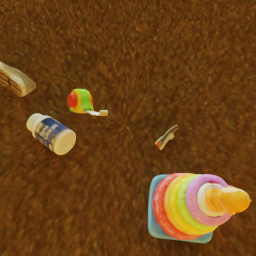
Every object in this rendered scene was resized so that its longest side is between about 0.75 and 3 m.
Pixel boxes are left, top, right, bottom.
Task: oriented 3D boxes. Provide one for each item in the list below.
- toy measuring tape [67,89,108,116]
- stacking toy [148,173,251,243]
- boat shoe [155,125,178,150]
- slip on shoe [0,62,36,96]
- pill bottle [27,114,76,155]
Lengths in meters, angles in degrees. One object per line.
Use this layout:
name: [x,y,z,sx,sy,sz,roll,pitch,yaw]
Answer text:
toy measuring tape: [-1.057,-0.677,7.086,1.778,0.654,0.654,12,61,53]
stacking toy: [1.497,1.507,5.661,1.622,2.795,1.534,10,69,-8]
boat shoe: [1.074,0.246,7.490,0.779,0.277,0.244,-43,73,-2]
slip on shoe: [-3.258,-1.465,7.923,1.622,0.616,0.491,33,47,26]
pill bottle: [-2.042,0.116,7.332,1.249,0.694,0.694,30,71,24]
